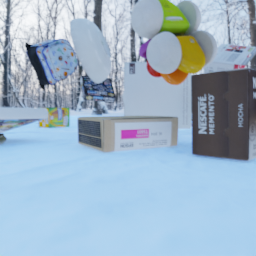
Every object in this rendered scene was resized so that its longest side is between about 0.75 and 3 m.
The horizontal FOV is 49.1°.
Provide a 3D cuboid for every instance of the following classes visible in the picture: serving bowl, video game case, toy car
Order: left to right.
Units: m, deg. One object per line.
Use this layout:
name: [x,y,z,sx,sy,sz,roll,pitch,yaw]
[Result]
video game case: [-4.054,-0.074,7.176,2.676,0.338,2.937,-14,-4,27]
serving bowl: [-1.075,-2.606,9.243,0.719,2.186,2.186,-17,0,12]
toy car: [1.245,-2.708,9.066,2.469,2.821,2.115,-15,-15,-33]

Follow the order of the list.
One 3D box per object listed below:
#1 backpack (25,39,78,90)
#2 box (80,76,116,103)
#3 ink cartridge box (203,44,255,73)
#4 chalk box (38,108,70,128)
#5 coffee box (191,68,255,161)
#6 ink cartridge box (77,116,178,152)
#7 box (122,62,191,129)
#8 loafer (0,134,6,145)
backpack: [-2.883,-2.726,11.195,1.450,1.883,1.793,6,35,29]
box: [-1.071,-1.373,9.873,1.126,0.280,1.117,2,47,-20]
ink cartridge box: [4.223,-2.660,11.412,1.679,0.802,1.912,17,44,34]
chalk box: [-3.692,-0.548,14.570,1.019,1.025,1.647,3,6,42]
coffee box: [2.501,-0.286,5.835,1.101,1.560,2.759,2,3,44]
ink cartridge box: [-0.048,0.076,6.686,1.942,0.729,1.599,-2,5,-28]
box: [1.252,-1.383,12.663,2.914,2.899,1.905,0,4,2]
loafer: [-3.531,0.214,6.623,0.504,0.467,1.340,3,4,36]
